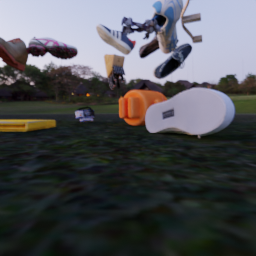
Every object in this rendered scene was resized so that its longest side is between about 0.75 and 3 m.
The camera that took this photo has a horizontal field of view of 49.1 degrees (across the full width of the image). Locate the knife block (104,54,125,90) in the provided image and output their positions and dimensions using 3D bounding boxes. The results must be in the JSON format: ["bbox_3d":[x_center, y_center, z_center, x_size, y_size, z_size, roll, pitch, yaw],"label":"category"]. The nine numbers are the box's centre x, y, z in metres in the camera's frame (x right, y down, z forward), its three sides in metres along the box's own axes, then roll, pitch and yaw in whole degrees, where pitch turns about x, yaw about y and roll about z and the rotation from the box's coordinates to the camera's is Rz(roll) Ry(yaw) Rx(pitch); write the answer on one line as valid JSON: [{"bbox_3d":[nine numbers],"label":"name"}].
[{"bbox_3d":[-0.704,-2.631,13.203,0.584,1.603,1.826,7,11,-27],"label":"knife block"}]

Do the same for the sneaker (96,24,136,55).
[{"bbox_3d":[-0.428,-3.443,10.548,1.675,0.708,0.628,39,-21,6],"label":"sneaker"}]

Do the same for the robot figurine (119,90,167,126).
[{"bbox_3d":[0.748,-0.824,11.738,2.534,1.478,1.823,-5,-35,-48],"label":"robot figurine"}]

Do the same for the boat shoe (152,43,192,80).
[{"bbox_3d":[1.948,-2.786,11.703,2.083,0.780,0.644,-37,30,-8],"label":"boat shoe"}]

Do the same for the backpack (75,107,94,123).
[{"bbox_3d":[-2.194,-0.636,14.116,0.919,0.743,0.965,0,-7,3],"label":"backpack"}]

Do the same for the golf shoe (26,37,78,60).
[{"bbox_3d":[-3.010,-3.312,11.292,2.015,0.928,0.731,6,-30,-4],"label":"golf shoe"}]

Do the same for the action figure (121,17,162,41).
[{"bbox_3d":[0.361,-2.583,7.286,1.065,0.370,0.693,9,-27,8],"label":"action figure"}]

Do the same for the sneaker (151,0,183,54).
[{"bbox_3d":[1.197,-3.412,9.522,1.024,1.016,2.827,-19,-17,-2],"label":"sneaker"}]

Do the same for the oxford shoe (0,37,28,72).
[{"bbox_3d":[-4.540,-3.062,10.697,1.029,1.092,2.920,24,-4,-6],"label":"oxford shoe"}]

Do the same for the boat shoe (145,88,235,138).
[{"bbox_3d":[1.693,-0.253,6.984,1.267,1.098,2.972,2,-7,-27],"label":"boat shoe"}]

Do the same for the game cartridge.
[{"bbox_3d":[-3.679,-0.092,9.243,1.890,0.348,2.144,0,1,8],"label":"game cartridge"}]

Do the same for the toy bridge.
[{"bbox_3d":[1.765,-3.070,7.873,0.558,0.226,1.661,-4,-33,16],"label":"toy bridge"}]

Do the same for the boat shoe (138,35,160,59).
[{"bbox_3d":[1.339,-3.957,13.343,0.713,0.608,2.132,32,-38,-32],"label":"boat shoe"}]
